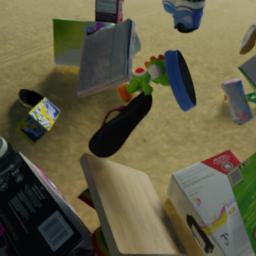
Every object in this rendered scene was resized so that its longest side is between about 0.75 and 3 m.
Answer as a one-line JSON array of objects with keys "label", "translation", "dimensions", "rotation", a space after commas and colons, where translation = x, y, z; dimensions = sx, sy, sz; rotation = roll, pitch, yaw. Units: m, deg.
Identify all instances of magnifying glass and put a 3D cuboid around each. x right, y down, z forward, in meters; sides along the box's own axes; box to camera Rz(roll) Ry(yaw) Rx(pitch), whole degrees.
[{"label": "magnifying glass", "translation": [4.548, -1.118, 10.356], "dimensions": [1.911, 0.761, 0.214], "rotation": [3, 51, 16]}]

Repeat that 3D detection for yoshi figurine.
[{"label": "yoshi figurine", "translation": [0.589, -1.192, 7.403], "dimensions": [1.648, 0.923, 0.926], "rotation": [-32, 59, 19]}]

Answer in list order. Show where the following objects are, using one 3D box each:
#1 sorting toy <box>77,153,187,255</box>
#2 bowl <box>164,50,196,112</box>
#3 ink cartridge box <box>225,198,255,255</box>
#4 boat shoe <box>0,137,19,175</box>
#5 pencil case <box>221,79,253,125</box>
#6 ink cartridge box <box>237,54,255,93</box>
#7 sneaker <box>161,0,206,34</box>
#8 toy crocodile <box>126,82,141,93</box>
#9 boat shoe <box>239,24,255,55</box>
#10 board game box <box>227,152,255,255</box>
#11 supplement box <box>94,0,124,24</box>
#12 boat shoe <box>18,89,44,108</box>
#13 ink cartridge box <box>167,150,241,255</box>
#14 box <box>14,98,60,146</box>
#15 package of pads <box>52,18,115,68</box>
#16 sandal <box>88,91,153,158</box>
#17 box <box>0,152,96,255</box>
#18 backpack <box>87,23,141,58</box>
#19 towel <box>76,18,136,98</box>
[{"label": "sorting toy", "translation": [-0.087, 2.024, 6.613], "dimensions": [0.845, 2.415, 2.429], "rotation": [-44, 47, 19]}, {"label": "bowl", "translation": [1.386, -1.245, 7.251], "dimensions": [0.323, 1.643, 1.643], "rotation": [-17, 45, 23]}, {"label": "ink cartridge box", "translation": [2.791, 1.280, 4.712], "dimensions": [0.570, 2.586, 2.634], "rotation": [42, 19, 6]}, {"label": "boat shoe", "translation": [-2.506, 0.754, 4.306], "dimensions": [1.659, 0.500, 0.627], "rotation": [-25, 47, 0]}, {"label": "pencil case", "translation": [2.125, -0.513, 5.470], "dimensions": [0.370, 0.890, 0.404], "rotation": [-29, 14, -35]}, {"label": "ink cartridge box", "translation": [3.787, -0.548, 6.378], "dimensions": [1.051, 2.403, 1.746], "rotation": [-37, 39, 21]}, {"label": "sneaker", "translation": [1.469, -3.201, 7.942], "dimensions": [0.851, 0.966, 2.166], "rotation": [-5, 28, -7]}, {"label": "toy crocodile", "translation": [0.041, -1.916, 11.029], "dimensions": [2.166, 0.669, 0.731], "rotation": [35, 97, 29]}, {"label": "boat shoe", "translation": [3.644, -2.669, 8.466], "dimensions": [0.380, 1.074, 0.372], "rotation": [-4, 63, -7]}, {"label": "board game box", "translation": [1.590, 0.840, 3.282], "dimensions": [0.201, 0.642, 1.343], "rotation": [34, 28, -13]}, {"label": "supplement box", "translation": [-0.813, -4.528, 11.946], "dimensions": [0.992, 2.316, 1.278], "rotation": [8, 25, 7]}, {"label": "boat shoe", "translation": [-3.482, -1.064, 10.288], "dimensions": [0.683, 0.606, 1.827], "rotation": [-34, 57, -26]}, {"label": "ink cartridge box", "translation": [2.566, 2.170, 7.143], "dimensions": [1.988, 1.130, 2.728], "rotation": [-20, 52, -17]}, {"label": "box", "translation": [-1.560, -0.151, 4.952], "dimensions": [0.388, 0.423, 1.208], "rotation": [-43, 16, 10]}, {"label": "package of pads", "translation": [-1.829, -3.384, 11.466], "dimensions": [2.452, 1.894, 0.836], "rotation": [8, 24, 6]}, {"label": "sandal", "translation": [-0.211, -0.144, 6.944], "dimensions": [0.561, 0.935, 2.490], "rotation": [21, 44, 26]}, {"label": "box", "translation": [-2.219, 2.281, 6.558], "dimensions": [1.842, 1.600, 2.788], "rotation": [-41, 60, -13]}, {"label": "backpack", "translation": [-0.397, -2.511, 8.434], "dimensions": [1.100, 1.450, 1.737], "rotation": [-40, 22, -9]}, {"label": "towel", "translation": [-0.550, -1.624, 6.497], "dimensions": [1.564, 0.264, 1.637], "rotation": [-12, 64, 34]}]
